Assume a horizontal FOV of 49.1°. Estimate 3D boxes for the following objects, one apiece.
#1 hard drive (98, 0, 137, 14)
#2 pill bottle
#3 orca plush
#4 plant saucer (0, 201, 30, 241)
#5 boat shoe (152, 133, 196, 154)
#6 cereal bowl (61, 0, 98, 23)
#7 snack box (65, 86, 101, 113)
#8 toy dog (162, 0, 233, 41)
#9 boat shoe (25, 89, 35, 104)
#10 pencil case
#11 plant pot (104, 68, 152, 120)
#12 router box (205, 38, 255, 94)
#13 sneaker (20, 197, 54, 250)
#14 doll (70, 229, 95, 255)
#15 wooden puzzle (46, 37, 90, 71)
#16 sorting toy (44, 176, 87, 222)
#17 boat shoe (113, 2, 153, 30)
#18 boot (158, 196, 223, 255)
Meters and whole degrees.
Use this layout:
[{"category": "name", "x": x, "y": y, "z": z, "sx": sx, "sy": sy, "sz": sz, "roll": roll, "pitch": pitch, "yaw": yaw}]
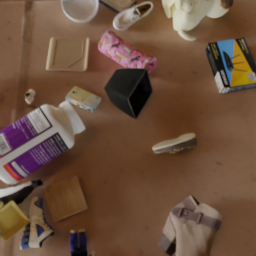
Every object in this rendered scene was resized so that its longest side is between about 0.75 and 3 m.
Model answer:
[{"category": "hard drive", "x": -0.450, "y": -5.297, "z": 11.697, "sx": 1.371, "sy": 0.259, "sz": 0.958, "roll": 37, "pitch": 72, "yaw": 15}, {"category": "pill bottle", "x": -2.814, "y": 0.356, "z": 8.645, "sx": 2.832, "sy": 1.593, "sz": 1.593, "roll": -33, "pitch": 71, "yaw": -13}, {"category": "orca plush", "x": -3.766, "y": 2.315, "z": 8.466, "sx": 2.528, "sy": 0.899, "sz": 1.330, "roll": -25, "pitch": 25, "yaw": -18}, {"category": "plant saucer", "x": -3.339, "y": 2.575, "z": 7.833, "sx": 0.837, "sy": 0.203, "sz": 0.837, "roll": -38, "pitch": 106, "yaw": -19}, {"category": "boat shoe", "x": 1.527, "y": 0.597, "z": 9.140, "sx": 1.487, "sy": 0.534, "sz": 0.443, "roll": -17, "pitch": 104, "yaw": -9}, {"category": "cereal bowl", "x": -1.906, "y": -4.887, "z": 11.235, "sx": 1.453, "sy": 0.605, "sz": 1.453, "roll": 0, "pitch": 86, "yaw": -3}, {"category": "snack box", "x": -1.587, "y": -1.019, "z": 9.892, "sx": 1.083, "sy": 0.201, "sz": 0.629, "roll": 25, "pitch": 54, "yaw": 10}, {"category": "toy dog", "x": 2.820, "y": -4.731, "z": 10.756, "sx": 2.340, "sy": 1.633, "sz": 2.269, "roll": -18, "pitch": 90, "yaw": -9}, {"category": "boat shoe", "x": -3.455, "y": -1.156, "z": 9.773, "sx": 0.292, "sy": 0.286, "sz": 0.824, "roll": -38, "pitch": 37, "yaw": 11}, {"category": "pencil case", "x": -0.035, "y": -2.694, "z": 10.278, "sx": 2.189, "sy": 0.906, "sz": 0.947, "roll": 36, "pitch": 79, "yaw": 14}, {"category": "plant pot", "x": -0.041, "y": -1.270, "z": 9.567, "sx": 1.150, "sy": 1.294, "sz": 1.297, "roll": 21, "pitch": 68, "yaw": 24}, {"category": "router box", "x": 3.850, "y": -2.312, "z": 10.328, "sx": 1.472, "sy": 0.504, "sz": 1.973, "roll": -10, "pitch": 68, "yaw": -4}, {"category": "sneaker", "x": -2.560, "y": 2.829, "z": 8.238, "sx": 0.852, "sy": 0.596, "sz": 1.475, "roll": 9, "pitch": 67, "yaw": -7}, {"category": "doll", "x": -1.364, "y": 3.585, "z": 7.984, "sx": 0.875, "sy": 0.311, "sz": 1.282, "roll": 5, "pitch": 66, "yaw": -25}, {"category": "wooden puzzle", "x": -2.263, "y": -2.785, "z": 10.660, "sx": 1.586, "sy": 0.295, "sz": 1.467, "roll": 0, "pitch": 68, "yaw": 3}, {"category": "sorting toy", "x": -1.895, "y": 2.167, "z": 8.568, "sx": 1.050, "sy": 0.368, "sz": 1.057, "roll": -20, "pitch": 69, "yaw": -9}, {"category": "boat shoe", "x": 0.220, "y": -4.475, "z": 11.067, "sx": 1.786, "sy": 0.624, "sz": 0.633, "roll": -31, "pitch": 101, "yaw": -15}, {"category": "boot", "x": 1.939, "y": 3.008, "z": 7.501, "sx": 1.800, "sy": 0.865, "sz": 2.461, "roll": -51, "pitch": 44, "yaw": -5}]
